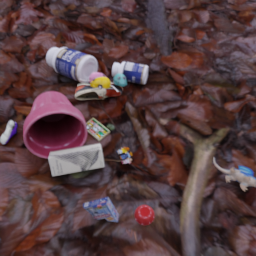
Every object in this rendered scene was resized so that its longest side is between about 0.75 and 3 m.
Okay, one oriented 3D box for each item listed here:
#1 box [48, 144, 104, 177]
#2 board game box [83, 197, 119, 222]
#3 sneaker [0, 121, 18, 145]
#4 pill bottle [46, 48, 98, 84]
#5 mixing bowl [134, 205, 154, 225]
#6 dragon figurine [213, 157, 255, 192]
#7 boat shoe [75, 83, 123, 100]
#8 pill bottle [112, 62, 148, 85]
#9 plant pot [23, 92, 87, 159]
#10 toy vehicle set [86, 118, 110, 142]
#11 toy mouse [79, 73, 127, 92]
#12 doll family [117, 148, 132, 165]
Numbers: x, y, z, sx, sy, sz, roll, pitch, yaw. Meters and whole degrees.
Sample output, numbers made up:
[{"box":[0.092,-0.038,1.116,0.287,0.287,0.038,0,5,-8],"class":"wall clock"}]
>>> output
[{"box":[-2.033,1.264,11.134,2.071,0.851,0.708,-11,18,-6],"class":"box"},{"box":[-0.881,2.990,9.944,1.100,1.099,0.339,-21,34,26],"class":"board game box"},{"box":[-5.088,0.259,12.165,0.378,0.541,1.087,22,84,24],"class":"sneaker"},{"box":[-2.839,-3.173,13.831,2.453,1.362,1.362,24,59,26],"class":"pill bottle"},{"box":[0.607,3.145,10.268,0.751,0.407,0.751,0,57,0],"class":"mixing bowl"},{"box":[4.368,1.869,10.779,1.137,0.673,2.286,4,16,-45],"class":"dragon figurine"},{"box":[-1.389,-1.654,13.214,2.271,0.808,0.710,2,51,5],"class":"boat shoe"},{"box":[0.086,-2.741,13.873,1.693,0.940,0.940,12,57,9],"class":"pill bottle"},{"box":[-3.054,-0.290,11.527,2.418,2.418,2.164,-15,41,-10],"class":"plant pot"},{"box":[-1.425,0.076,12.457,1.072,0.142,0.666,37,63,22],"class":"toy vehicle set"},{"box":[-0.920,-2.247,12.819,2.518,0.487,2.238,13,24,27],"class":"toy mouse"},{"box":[-0.114,1.098,11.647,0.515,0.374,0.830,-19,58,-13],"class":"doll family"}]
